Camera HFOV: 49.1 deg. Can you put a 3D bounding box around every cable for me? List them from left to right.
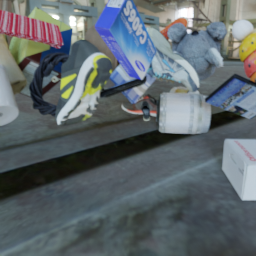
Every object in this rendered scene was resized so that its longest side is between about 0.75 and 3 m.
[{"bbox_3d":[-2.062,-1.192,7.756,2.186,1.784,0.555,18,19,34],"label":"cable"}]

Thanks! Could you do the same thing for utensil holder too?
[{"bbox_3d":[-3.374,-0.803,6.910,1.081,1.271,1.081,-24,-18,-8],"label":"utensil holder"}]

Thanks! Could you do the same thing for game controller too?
[{"bbox_3d":[-0.175,-1.255,8.403,1.543,0.325,0.805,-19,2,8],"label":"game controller"}]

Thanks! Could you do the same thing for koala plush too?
[{"bbox_3d":[2.289,-2.435,9.424,2.041,2.115,2.301,2,20,12],"label":"koala plush"}]

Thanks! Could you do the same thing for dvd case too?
[{"bbox_3d":[3.163,-0.810,7.682,1.699,1.212,0.149,17,56,-19],"label":"dvd case"}]

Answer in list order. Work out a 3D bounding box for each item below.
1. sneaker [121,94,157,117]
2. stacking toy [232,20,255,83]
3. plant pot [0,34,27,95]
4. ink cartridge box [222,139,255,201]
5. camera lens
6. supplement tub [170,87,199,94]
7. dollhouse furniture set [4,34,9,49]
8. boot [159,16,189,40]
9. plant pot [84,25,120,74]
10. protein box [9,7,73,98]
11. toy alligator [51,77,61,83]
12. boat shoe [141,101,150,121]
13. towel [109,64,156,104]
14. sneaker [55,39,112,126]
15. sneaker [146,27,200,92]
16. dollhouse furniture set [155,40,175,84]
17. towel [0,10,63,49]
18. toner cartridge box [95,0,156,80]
[{"bbox_3d":[0.812,-1.194,13.645,2.411,0.987,0.929,9,20,25],"label":"sneaker"},{"bbox_3d":[3.862,-2.175,8.268,1.753,1.753,2.399,-20,70,-46],"label":"stacking toy"},{"bbox_3d":[-3.948,-1.680,8.262,1.756,1.607,1.756,-38,-1,0],"label":"plant pot"},{"bbox_3d":[3.706,0.981,6.912,2.297,0.962,1.667,1,18,2],"label":"ink cartridge box"},{"bbox_3d":[2.048,-0.552,10.733,1.937,1.550,1.550,3,18,6],"label":"camera lens"},{"bbox_3d":[2.993,-1.653,15.019,1.026,1.026,1.421,-13,22,-36],"label":"supplement tub"},{"bbox_3d":[-4.555,-2.655,8.434,1.517,2.316,1.162,0,53,-12],"label":"dollhouse furniture set"},{"bbox_3d":[1.798,-4.076,11.923,1.690,0.634,0.906,-26,15,40],"label":"boot"},{"bbox_3d":[-0.664,-3.353,11.623,2.034,2.333,2.333,27,28,23],"label":"plant pot"},{"bbox_3d":[-3.318,-2.575,10.174,1.502,2.210,2.226,22,-32,-37],"label":"protein box"},{"bbox_3d":[-1.538,-1.343,8.093,1.344,0.398,0.365,15,37,13],"label":"toy alligator"},{"bbox_3d":[0.572,-0.617,9.139,0.301,0.267,0.807,0,53,4],"label":"boat shoe"},{"bbox_3d":[0.329,-1.881,9.682,1.821,1.338,0.217,-50,19,-18],"label":"towel"},{"bbox_3d":[-1.016,-0.864,5.749,0.782,2.101,0.889,-10,59,-43],"label":"sneaker"},{"bbox_3d":[1.037,-1.695,7.905,2.242,0.968,0.870,42,0,-11],"label":"sneaker"},{"bbox_3d":[1.582,-2.849,12.126,1.617,1.600,0.833,10,41,-34],"label":"dollhouse furniture set"},{"bbox_3d":[-2.666,-2.578,7.209,1.843,0.207,1.333,7,37,-26],"label":"towel"},{"bbox_3d":[0.022,-1.420,4.549,0.297,0.653,1.375,21,-11,29],"label":"toner cartridge box"}]
